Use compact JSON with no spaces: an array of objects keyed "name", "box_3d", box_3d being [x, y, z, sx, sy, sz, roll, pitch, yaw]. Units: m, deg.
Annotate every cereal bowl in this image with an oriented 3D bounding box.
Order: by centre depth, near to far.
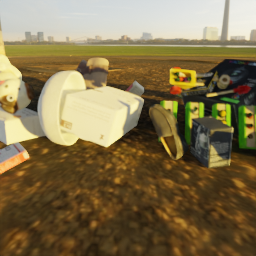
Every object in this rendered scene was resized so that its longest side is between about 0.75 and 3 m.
[{"name":"cereal bowl","box_3d":[-1.799,-0.546,7.414,0.822,1.973,1.973,7,19,9]}]

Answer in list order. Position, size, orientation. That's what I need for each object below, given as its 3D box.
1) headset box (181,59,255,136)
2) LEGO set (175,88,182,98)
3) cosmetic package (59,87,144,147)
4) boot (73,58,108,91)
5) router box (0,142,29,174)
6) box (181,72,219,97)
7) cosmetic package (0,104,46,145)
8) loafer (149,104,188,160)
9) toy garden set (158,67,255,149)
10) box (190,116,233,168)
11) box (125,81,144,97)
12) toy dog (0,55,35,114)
[{"name":"headset box","box_3d":[3.286,-1.054,9.051,2.499,1.159,2.176,-36,33,-18]},{"name":"LEGO set","box_3d":[2.705,-1.457,10.823,1.754,1.016,1.349,22,11,-16]},{"name":"cosmetic package","box_3d":[-0.591,-0.442,7.793,1.373,1.000,2.701,19,15,11]},{"name":"boot","box_3d":[-1.147,-1.529,10.162,2.749,2.010,0.966,17,-5,32]},{"name":"router box","box_3d":[-2.665,0.646,6.243,0.715,0.195,0.797,-30,28,-23]},{"name":"box","box_3d":[2.238,-1.361,8.715,0.976,0.241,0.780,0,47,49]},{"name":"cosmetic package","box_3d":[-3.806,-0.282,8.681,2.843,0.720,1.173,17,25,42]},{"name":"loafer","box_3d":[0.913,0.090,6.560,0.513,1.410,0.510,-31,6,38]},{"name":"toy garden set","box_3d":[2.139,-0.608,7.392,2.542,2.119,0.507,4,-15,6]},{"name":"box","box_3d":[1.892,0.305,6.481,0.576,0.914,0.930,-5,19,-13]},{"name":"box","box_3d":[0.220,-1.445,11.483,0.500,0.782,0.426,39,22,-17]},{"name":"toy dog","box_3d":[-3.502,-1.072,8.084,1.241,1.725,1.779,-36,42,-22]}]
